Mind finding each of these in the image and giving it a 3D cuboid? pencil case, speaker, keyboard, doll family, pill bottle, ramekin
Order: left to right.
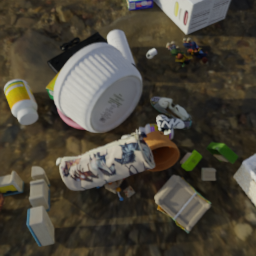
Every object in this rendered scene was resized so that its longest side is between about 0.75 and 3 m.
[{"bbox_3d":[-3.928,-0.936,10.397,0.917,0.917,1.627,-25,63,-13],"label":"pill bottle"},{"bbox_3d":[-2.123,-3.195,12.040,2.730,0.350,1.639,-37,73,-20],"label":"keyboard"},{"bbox_3d":[-0.792,-1.118,8.875,2.734,2.734,1.435,-39,64,-20],"label":"ramekin"},{"bbox_3d":[-0.700,1.011,8.387,2.839,1.270,1.104,-19,15,13],"label":"pencil case"},{"bbox_3d":[-0.298,-3.099,11.501,0.787,0.787,1.939,-13,61,-7],"label":"speaker"},{"bbox_3d":[0.981,0.154,9.945,1.156,0.603,0.603,-5,60,-3],"label":"pill bottle"},{"bbox_3d":[2.560,-3.127,11.763,1.961,0.769,1.133,-21,58,-15],"label":"doll family"}]

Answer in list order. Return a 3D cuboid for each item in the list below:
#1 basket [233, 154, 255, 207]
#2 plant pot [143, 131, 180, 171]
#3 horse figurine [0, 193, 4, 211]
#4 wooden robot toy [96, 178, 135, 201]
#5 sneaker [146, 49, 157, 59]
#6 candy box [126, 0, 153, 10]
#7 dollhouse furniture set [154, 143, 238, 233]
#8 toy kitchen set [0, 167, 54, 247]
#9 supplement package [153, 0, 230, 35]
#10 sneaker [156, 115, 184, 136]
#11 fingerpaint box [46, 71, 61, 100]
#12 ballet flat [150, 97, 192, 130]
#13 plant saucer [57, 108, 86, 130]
[{"bbox_3d":[4.465,1.558,8.777,1.544,1.242,1.531,-26,63,-13],"label":"basket"},{"bbox_3d":[0.974,0.710,9.347,1.279,1.279,0.895,-10,45,-5],"label":"plant pot"},{"bbox_3d":[-4.392,2.949,8.429,1.230,0.463,1.856,-5,60,-3],"label":"horse figurine"},{"bbox_3d":[-0.566,1.694,8.933,1.664,0.755,0.733,25,72,13],"label":"wooden robot toy"},{"bbox_3d":[0.859,-2.974,11.369,0.407,0.817,0.306,-32,95,-13],"label":"sneaker"},{"bbox_3d":[0.490,-6.528,13.801,1.211,0.552,1.433,-9,60,-5],"label":"candy box"},{"bbox_3d":[2.145,1.711,9.035,1.446,1.117,2.893,41,86,0],"label":"dollhouse furniture set"},{"bbox_3d":[-3.236,2.449,8.524,1.698,1.248,2.119,-11,41,-6],"label":"toy kitchen set"},{"bbox_3d":[2.886,-6.203,12.988,2.293,1.633,2.944,-27,63,-15],"label":"supplement package"},{"bbox_3d":[1.200,0.010,7.863,0.859,0.343,0.559,19,54,-23],"label":"sneaker"},{"bbox_3d":[-1.792,-1.461,10.113,1.720,0.631,1.435,20,60,16],"label":"fingerpaint box"},{"bbox_3d":[1.635,-0.722,10.426,0.678,0.678,1.886,-41,67,-20],"label":"ballet flat"},{"bbox_3d":[-1.464,-0.895,10.553,2.360,0.598,2.360,0,59,0],"label":"plant saucer"}]
